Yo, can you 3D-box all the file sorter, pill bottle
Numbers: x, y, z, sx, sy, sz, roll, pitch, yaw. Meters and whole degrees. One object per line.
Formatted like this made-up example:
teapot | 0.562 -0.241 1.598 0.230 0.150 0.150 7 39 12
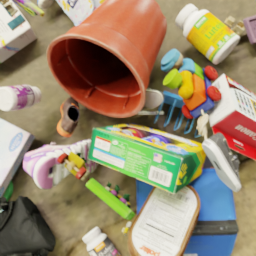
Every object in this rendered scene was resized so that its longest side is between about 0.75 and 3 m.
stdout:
file sorter | 1.687 -0.391 9.001 1.556 1.079 0.954 19 83 3
pill bottle | -3.104 -0.889 8.078 0.688 1.226 0.688 6 104 23
pill bottle | 2.318 -2.863 8.437 1.005 1.005 1.811 -43 77 -5
pill bottle | -0.818 3.782 8.685 0.738 0.738 1.268 -37 84 -4

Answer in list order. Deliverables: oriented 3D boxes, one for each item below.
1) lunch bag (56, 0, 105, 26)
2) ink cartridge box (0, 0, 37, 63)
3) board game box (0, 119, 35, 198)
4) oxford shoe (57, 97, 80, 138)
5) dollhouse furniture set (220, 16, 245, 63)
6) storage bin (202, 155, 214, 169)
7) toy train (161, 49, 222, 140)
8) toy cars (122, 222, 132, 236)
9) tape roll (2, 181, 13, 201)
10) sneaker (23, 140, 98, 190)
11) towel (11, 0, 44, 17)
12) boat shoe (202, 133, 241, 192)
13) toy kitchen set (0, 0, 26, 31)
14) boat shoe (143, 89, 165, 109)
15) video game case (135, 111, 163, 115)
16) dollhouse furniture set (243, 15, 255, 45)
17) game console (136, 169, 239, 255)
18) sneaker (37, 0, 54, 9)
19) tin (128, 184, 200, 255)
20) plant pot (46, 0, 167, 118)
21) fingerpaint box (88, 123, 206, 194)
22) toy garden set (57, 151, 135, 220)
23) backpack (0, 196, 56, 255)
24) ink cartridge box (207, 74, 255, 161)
lunch bag | -1.330 -4.452 9.416 1.957 1.244 1.660 -37 85 2
ink cartridge box | -4.375 -3.187 9.434 2.031 0.853 1.471 -36 85 -4
board game box | -4.798 0.840 8.912 2.641 0.576 2.654 25 79 8
oxford shoe | -1.653 -0.480 8.405 0.627 1.761 0.639 26 123 -25
dollhouse furniture set | 2.956 -3.297 9.636 1.614 0.898 1.428 34 60 4
storage bin | 2.410 1.306 8.925 0.912 0.988 1.358 33 84 14
toy train | 1.601 -0.950 7.568 1.566 1.146 2.707 33 41 -22
toy cars | -0.044 3.091 8.648 0.174 0.784 0.351 24 98 11
tape roll | -4.370 2.000 9.119 1.150 0.276 1.150 0 83 0
sneaker | -1.909 0.873 8.289 1.219 2.757 1.109 14 105 32
towel | -2.782 -3.162 6.617 1.638 1.176 0.186 32 105 -19
boat shoe | 2.386 0.824 6.758 0.586 0.618 1.768 -41 113 -9
toy kitchen set | -3.187 -3.073 7.354 0.479 0.651 0.813 -39 104 -3
boat shoe | 0.576 -0.865 8.673 0.513 1.658 0.621 -26 95 -35
video game case | 0.489 -0.470 8.907 0.891 0.980 0.114 -2 93 -25
dollhouse furniture set | 5.583 -2.733 8.727 2.286 2.048 2.885 -20 92 -15
game console | 1.707 2.676 8.582 2.820 2.407 1.669 -2 41 5
sneaker | -3.003 -5.102 9.694 1.095 0.755 1.968 20 80 -4
tin | 0.950 2.395 7.210 1.415 0.529 2.528 17 47 24
plant pot | -0.325 -2.325 8.220 2.933 2.933 2.852 26 61 3
fingerpaint box | 0.603 0.658 7.776 2.593 2.163 0.951 18 103 29
toy garden set | -0.671 1.545 7.490 2.177 2.611 0.521 37 77 14
backpack | -3.628 3.549 8.237 2.608 1.651 2.176 -37 69 -5
ink cartridge box | 3.370 -0.216 8.100 2.158 0.905 1.895 22 46 -25
